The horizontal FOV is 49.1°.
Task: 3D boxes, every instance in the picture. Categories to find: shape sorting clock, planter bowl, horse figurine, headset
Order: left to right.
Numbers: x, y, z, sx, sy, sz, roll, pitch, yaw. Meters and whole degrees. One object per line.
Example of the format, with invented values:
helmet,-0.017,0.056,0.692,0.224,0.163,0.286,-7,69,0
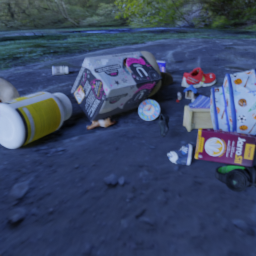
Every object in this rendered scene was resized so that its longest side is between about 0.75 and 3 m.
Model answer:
horse figurine,-1.019,-0.219,10.740,1.185,0.296,0.785,-1,30,-9
planter bowl,0.728,-2.416,13.704,2.168,2.168,1.459,-14,55,-27
shape sorting clock,0.826,-0.710,11.157,0.868,0.868,0.170,9,-14,18
headset,2.996,1.403,7.153,1.049,0.798,1.699,-6,11,-23

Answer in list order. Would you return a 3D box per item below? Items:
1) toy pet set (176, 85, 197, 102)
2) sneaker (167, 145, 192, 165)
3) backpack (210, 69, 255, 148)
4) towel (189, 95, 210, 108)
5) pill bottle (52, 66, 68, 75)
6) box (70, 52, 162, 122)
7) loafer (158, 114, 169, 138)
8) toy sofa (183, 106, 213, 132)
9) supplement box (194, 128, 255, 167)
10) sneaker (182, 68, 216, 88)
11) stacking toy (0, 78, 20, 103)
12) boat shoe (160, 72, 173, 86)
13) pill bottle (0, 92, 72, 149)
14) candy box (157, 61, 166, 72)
toy pet set,2.988,-1.615,13.361,1.178,0.626,1.100,10,27,19
sneaker,1.558,0.762,8.539,0.696,0.383,0.950,9,31,9
backpack,3.424,-0.631,8.616,1.791,2.214,2.325,-7,55,8
towel,3.873,-0.912,12.037,2.191,0.261,1.586,19,32,26
pill bottle,-4.311,-3.646,17.807,0.956,0.544,0.544,-4,25,-11
box,-0.421,-1.663,10.829,2.829,1.869,1.623,-21,67,-42
loafer,1.160,-0.087,9.382,0.357,0.345,1.017,25,42,-13
toy sofa,3.107,-0.426,10.568,1.988,0.823,0.970,-1,25,-2
supplement box,2.677,0.523,7.813,1.507,0.832,0.646,8,8,15
sneaker,3.996,-2.818,15.461,2.413,1.025,0.929,-17,30,-32
stacking toy,-5.573,-0.889,10.586,2.803,2.048,2.048,8,24,41
boat shoe,1.382,-2.876,15.834,2.283,0.821,0.776,4,26,7
pill bottle,-3.195,-0.407,9.667,1.494,1.494,2.667,13,24,26
candy box,1.716,-3.595,17.182,1.165,0.985,0.449,9,29,17
